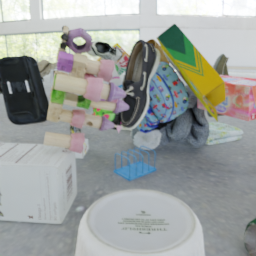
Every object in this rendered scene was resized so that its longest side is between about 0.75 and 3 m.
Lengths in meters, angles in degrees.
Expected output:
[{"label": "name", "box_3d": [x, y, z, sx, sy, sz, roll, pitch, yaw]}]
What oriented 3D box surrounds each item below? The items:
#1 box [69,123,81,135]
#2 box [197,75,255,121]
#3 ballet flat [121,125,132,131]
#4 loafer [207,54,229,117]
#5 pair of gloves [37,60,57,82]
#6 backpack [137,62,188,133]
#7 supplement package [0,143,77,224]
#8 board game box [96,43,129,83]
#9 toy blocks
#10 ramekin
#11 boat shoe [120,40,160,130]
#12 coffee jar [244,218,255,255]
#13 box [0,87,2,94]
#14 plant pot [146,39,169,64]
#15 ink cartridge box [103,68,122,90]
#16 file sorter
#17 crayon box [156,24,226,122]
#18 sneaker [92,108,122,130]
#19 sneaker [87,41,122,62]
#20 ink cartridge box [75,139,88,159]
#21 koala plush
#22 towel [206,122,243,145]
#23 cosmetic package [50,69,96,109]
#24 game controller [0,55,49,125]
[{"label": "box", "box_3d": [-2.456, -0.100, 12.945, 0.285, 1.160, 0.935, -11, 21, -28]}, {"label": "box", "box_3d": [3.361, -1.026, 8.988, 1.142, 1.054, 2.226, -14, 20, -25]}, {"label": "ballet flat", "box_3d": [-0.027, -0.216, 13.922, 2.144, 0.744, 0.744, 18, 24, 41]}, {"label": "loafer", "box_3d": [3.954, -1.716, 11.717, 0.932, 2.675, 1.006, 10, 20, 24]}, {"label": "pair of gloves", "box_3d": [-3.575, -1.579, 10.242, 1.847, 0.381, 2.172, 1, 57, 43]}, {"label": "backpack", "box_3d": [0.896, -0.983, 9.076, 1.423, 1.930, 2.115, -26, -7, -22]}, {"label": "supplement package", "box_3d": [-2.839, 1.357, 7.318, 2.657, 1.553, 1.558, 1, 17, 5]}, {"label": "board game box", "box_3d": [-1.024, -2.674, 12.925, 2.521, 1.204, 0.378, -32, 33, 29]}, {"label": "toy blocks", "box_3d": [-0.907, -0.911, 7.370, 2.118, 2.351, 2.516, 9, 43, -18]}, {"label": "ramekin", "box_3d": [0.219, 2.157, 5.245, 2.591, 1.207, 2.591, 1, 16, 0]}, {"label": "boat shoe", "box_3d": [0.204, -1.246, 8.039, 0.946, 2.560, 0.772, 17, -2, 44]}, {"label": "coffee jar", "box_3d": [3.522, 2.098, 5.899, 2.229, 0.951, 1.162, -13, 20, -38]}, {"label": "box", "box_3d": [-4.675, -1.893, 10.563, 0.725, 0.867, 1.167, 30, 37, 20]}, {"label": "plant pot", "box_3d": [1.274, -3.204, 12.837, 1.284, 1.196, 1.196, 26, 1, -32]}, {"label": "ink cartridge box", "box_3d": [-0.662, -1.904, 11.768, 0.588, 1.389, 1.004, -28, -5, -12]}, {"label": "file sorter", "box_3d": [0.233, 1.145, 9.482, 1.223, 0.750, 0.849, -14, 21, -38]}, {"label": "crayon box", "box_3d": [1.989, -1.524, 8.103, 0.680, 2.676, 1.699, -36, -19, 10]}, {"label": "sneaker", "box_3d": [-0.613, -0.480, 9.486, 1.110, 1.017, 2.650, 15, -2, -12]}, {"label": "sneaker", "box_3d": [-0.717, -2.614, 9.649, 1.501, 0.568, 0.658, 0, 2, -40]}, {"label": "ink cartridge box", "box_3d": [-2.061, 0.809, 11.122, 0.779, 0.448, 1.074, 1, 17, 4]}, {"label": "koala plush", "box_3d": [1.497, -0.028, 11.492, 2.984, 2.742, 2.646, -23, 11, -4]}, {"label": "towel", "box_3d": [3.931, 0.183, 13.105, 2.199, 0.529, 1.882, -8, 18, -24]}, {"label": "cosmetic package", "box_3d": [-1.921, -1.498, 10.243, 1.315, 1.314, 1.594, 3, 16, 6]}, {"label": "game controller", "box_3d": [-3.064, -1.149, 8.196, 1.183, 2.267, 0.477, -13, -19, -21]}]
